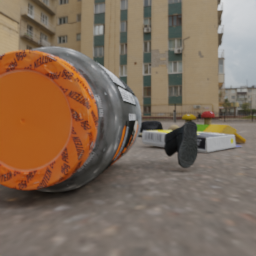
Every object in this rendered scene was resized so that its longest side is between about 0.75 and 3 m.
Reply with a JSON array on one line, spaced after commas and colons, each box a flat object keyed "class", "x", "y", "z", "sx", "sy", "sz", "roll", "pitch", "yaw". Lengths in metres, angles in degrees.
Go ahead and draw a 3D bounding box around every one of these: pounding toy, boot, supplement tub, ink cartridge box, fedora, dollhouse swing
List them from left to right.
[{"class": "supplement tub", "x": -0.833, "y": -0.126, "z": 4.270, "sx": 1.835, "sy": 1.835, "sz": 2.995, "roll": 0, "pitch": 3, "yaw": 10}, {"class": "fedora", "x": 1.142, "y": 0.047, "z": 14.000, "sx": 1.707, "sy": 0.779, "sz": 1.707, "roll": -1, "pitch": 2, "yaw": 0}, {"class": "boot", "x": 0.951, "y": 0.405, "z": 5.432, "sx": 0.348, "sy": 0.875, "sz": 1.062, "roll": 19, "pitch": -18, "yaw": -12}, {"class": "ink cartridge box", "x": 2.061, "y": 0.358, "z": 8.941, "sx": 2.298, "sy": 0.546, "sz": 2.325, "roll": 4, "pitch": 5, "yaw": 44}, {"class": "pounding toy", "x": 3.045, "y": -0.133, "z": 12.703, "sx": 2.046, "sy": 1.230, "sz": 2.651, "roll": 0, "pitch": 2, "yaw": -11}, {"class": "dollhouse swing", "x": 3.489, "y": 0.462, "z": 10.422, "sx": 1.106, "sy": 1.070, "sz": 1.217, "roll": -43, "pitch": 11, "yaw": -9}]
